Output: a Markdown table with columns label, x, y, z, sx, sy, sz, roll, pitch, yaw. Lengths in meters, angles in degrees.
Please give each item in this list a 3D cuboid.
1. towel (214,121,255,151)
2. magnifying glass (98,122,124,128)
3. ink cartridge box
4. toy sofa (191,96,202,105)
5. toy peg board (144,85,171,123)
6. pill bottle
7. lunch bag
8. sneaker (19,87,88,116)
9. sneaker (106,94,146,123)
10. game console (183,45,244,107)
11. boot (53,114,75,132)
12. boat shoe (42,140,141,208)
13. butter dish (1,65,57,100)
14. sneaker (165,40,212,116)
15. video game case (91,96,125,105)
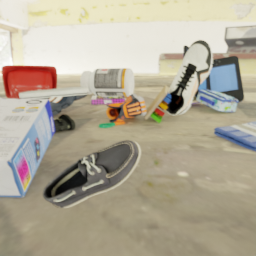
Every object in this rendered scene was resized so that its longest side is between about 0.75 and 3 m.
| label | x | y | z | sx | sy | sz | roll | pitch | yaw |
| --- | --- | --- | --- | --- | --- | --- | --- | --- | --- |
| towel | 3.685 | 0.181 | 7.374 | 2.333 | 0.278 | 1.713 | -7 | 17 | -20 |
| magnifying glass | -0.518 | -0.101 | 8.944 | 0.928 | 0.104 | 0.369 | -12 | 18 | -35 |
| ink cartridge box | -2.233 | 0.142 | 4.951 | 1.477 | 0.826 | 2.165 | 1 | 35 | 3 |
| toy sofa | 2.886 | -1.311 | 12.881 | 1.512 | 0.738 | 0.626 | -11 | 60 | -40 |
| toy peg board | 1.129 | -0.756 | 9.504 | 0.540 | 1.098 | 1.103 | 36 | 22 | -6 |
| pill bottle | -1.164 | -2.577 | 15.942 | 2.815 | 1.638 | 1.638 | 3 | 14 | 13 |
| lunch bag | 3.602 | -1.112 | 11.421 | 1.192 | 0.611 | 1.483 | 2 | 22 | -30 |
| sneaker | -2.634 | -0.934 | 10.229 | 2.494 | 0.990 | 0.978 | -6 | 14 | 5 |
| sneaker | -0.202 | -0.696 | 9.793 | 1.222 | 0.846 | 2.181 | -14 | 4 | -8 |
| game console | 3.786 | -2.500 | 12.538 | 2.334 | 2.735 | 1.618 | -7 | -34 | 21 |
| boot | -2.136 | -0.148 | 8.466 | 0.772 | 0.388 | 1.032 | -9 | 16 | -31 |
| boat shoe | -0.441 | 0.549 | 3.335 | 1.301 | 0.473 | 0.408 | -33 | -29 | 10 |
| butter dish | -3.913 | -1.358 | 11.302 | 2.109 | 2.103 | 1.559 | -3 | 58 | -18 |
| sneaker | 2.112 | -1.637 | 9.850 | 1.054 | 2.860 | 1.144 | 25 | 25 | 18 |
| video game case | -0.988 | -1.380 | 13.797 | 1.622 | 0.290 | 1.470 | -1 | 13 | -4 |
